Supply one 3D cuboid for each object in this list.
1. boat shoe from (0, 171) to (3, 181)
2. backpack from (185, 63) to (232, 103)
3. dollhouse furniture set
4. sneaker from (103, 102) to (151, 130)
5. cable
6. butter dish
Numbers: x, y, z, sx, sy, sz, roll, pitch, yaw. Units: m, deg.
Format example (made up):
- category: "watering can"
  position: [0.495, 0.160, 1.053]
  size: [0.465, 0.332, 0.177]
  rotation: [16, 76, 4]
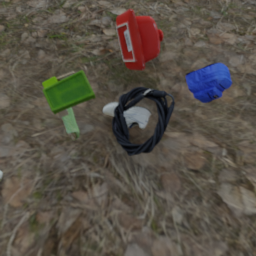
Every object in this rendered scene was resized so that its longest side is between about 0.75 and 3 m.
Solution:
- category: "boat shoe"
  position: [-4.111, 1.600, 8.308]
  size: [0.341, 0.312, 0.913]
  rotation: [23, 52, 19]
- category: "backpack"
  position: [2.568, -1.373, 8.647]
  size: [1.186, 0.964, 0.995]
  rotation: [-23, 71, 33]
- category: "dollhouse furniture set"
  position: [-1.587, -0.703, 8.268]
  size: [1.138, 2.948, 1.474]
  rotation: [-25, 81, -7]
- category: "sneaker"
  position: [-0.114, -0.413, 9.663]
  size: [1.749, 0.652, 0.762]
  rotation: [11, 77, 23]
- category: "cable"
  position: [0.330, -0.237, 8.721]
  size: [1.859, 0.579, 2.278]
  rotation: [19, 81, 20]
- category: "butter dish"
  position: [0.607, -3.492, 11.023]
  size: [1.630, 2.205, 2.199]
  rotation: [-17, 17, -14]
